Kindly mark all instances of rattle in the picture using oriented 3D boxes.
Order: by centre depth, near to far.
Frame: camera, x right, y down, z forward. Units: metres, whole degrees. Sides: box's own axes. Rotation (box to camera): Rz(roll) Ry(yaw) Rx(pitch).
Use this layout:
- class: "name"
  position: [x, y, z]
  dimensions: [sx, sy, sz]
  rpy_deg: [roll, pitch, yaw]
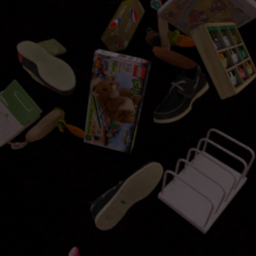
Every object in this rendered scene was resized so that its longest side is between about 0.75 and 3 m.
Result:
- class: "rattle"
  position: [-2.642, 0.408, 9.223]
  dimensions: [1.326, 1.455, 2.036]
  rpy_deg: [-21, 21, 45]
- class: "rattle"
  position: [1.780, -4.138, 10.844]
  dimensions: [1.585, 2.218, 1.444]
  rpy_deg: [5, 33, 26]

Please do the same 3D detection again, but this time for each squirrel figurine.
- class: "squirrel figurine"
  position: [-0.347, -0.540, 5.431]
  dimensions: [0.915, 0.854, 0.648]
  rpy_deg: [-10, 49, 53]

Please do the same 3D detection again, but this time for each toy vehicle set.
- class: "toy vehicle set"
  position: [2.486, -1.776, 6.940]
  dimensions: [2.624, 0.348, 1.630]
  rpy_deg: [-30, 94, -52]

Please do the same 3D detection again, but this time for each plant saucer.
- class: "plant saucer"
  position: [1.426, -2.172, 8.858]
  dimensions: [1.438, 0.232, 1.438]
  rpy_deg: [21, 9, -4]

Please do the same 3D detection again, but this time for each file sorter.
- class: "file sorter"
  position: [2.214, 1.324, 7.803]
  dimensions: [1.589, 1.426, 2.290]
  rpy_deg: [34, 54, 29]

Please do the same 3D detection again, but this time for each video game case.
- class: "video game case"
  position: [2.699, -3.997, 9.629]
  dimensions: [2.416, 2.655, 0.304]
  rpy_deg: [26, 70, -22]

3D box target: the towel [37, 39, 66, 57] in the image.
- class: "towel"
  position: [-3.861, -3.935, 13.881]
  dimensions: [1.132, 0.278, 1.526]
  rpy_deg: [-29, 51, -27]

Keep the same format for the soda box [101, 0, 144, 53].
- class: "soda box"
  position: [-0.167, -3.953, 10.672]
  dimensions: [0.757, 0.716, 2.235]
  rpy_deg: [-2, 53, 39]

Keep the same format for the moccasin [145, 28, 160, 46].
- class: "moccasin"
  position: [0.917, -3.519, 10.816]
  dimensions: [0.539, 0.510, 1.395]
  rpy_deg: [32, 33, 1]

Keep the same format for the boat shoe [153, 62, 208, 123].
- class: "boat shoe"
  position: [1.569, -1.107, 8.740]
  dimensions: [1.046, 0.985, 2.913]
  rpy_deg: [4, 35, 39]

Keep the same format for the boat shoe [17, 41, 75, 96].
- class: "boat shoe"
  position: [-2.700, -1.839, 9.242]
  dimensions: [2.818, 0.882, 1.003]
  rpy_deg: [39, 53, 25]

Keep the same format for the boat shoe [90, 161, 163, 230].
- class: "boat shoe"
  position: [-0.054, 1.248, 5.646]
  dimensions: [1.718, 0.617, 0.581]
  rpy_deg: [-42, 29, -3]

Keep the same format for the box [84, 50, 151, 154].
- class: "box"
  position: [-0.340, -0.650, 7.467]
  dimensions: [1.404, 2.550, 0.443]
  rpy_deg: [13, 26, 6]

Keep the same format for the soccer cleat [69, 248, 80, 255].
- class: "soccer cleat"
  position: [-1.437, 3.418, 6.361]
  dimensions: [0.599, 0.484, 1.386]
  rpy_deg: [-1, 45, 1]

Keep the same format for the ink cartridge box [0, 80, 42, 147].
- class: "ink cartridge box"
  position: [-2.906, -0.372, 7.017]
  dimensions: [1.866, 0.969, 0.553]
  rpy_deg: [-33, 10, 26]
